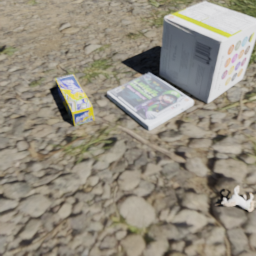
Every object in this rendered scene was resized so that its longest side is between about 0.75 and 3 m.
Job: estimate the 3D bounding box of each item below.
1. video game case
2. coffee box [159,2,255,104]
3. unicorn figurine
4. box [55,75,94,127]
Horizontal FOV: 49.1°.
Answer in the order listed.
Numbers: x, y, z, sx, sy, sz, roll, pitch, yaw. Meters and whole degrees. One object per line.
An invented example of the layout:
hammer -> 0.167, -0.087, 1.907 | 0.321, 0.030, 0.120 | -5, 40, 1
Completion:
video game case -> 0.937, -1.295, 12.353 | 2.617, 0.336, 2.878 | -29, 51, -27
coffee box -> 3.566, -3.534, 12.764 | 2.949, 2.978, 2.982 | -32, 52, -29
unicorn figurine -> 3.365, 2.212, 8.612 | 1.111, 0.410, 0.763 | 22, 58, 14
box -> -2.312, -1.236, 11.943 | 0.894, 0.821, 2.552 | -18, 46, -18
